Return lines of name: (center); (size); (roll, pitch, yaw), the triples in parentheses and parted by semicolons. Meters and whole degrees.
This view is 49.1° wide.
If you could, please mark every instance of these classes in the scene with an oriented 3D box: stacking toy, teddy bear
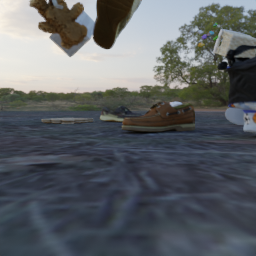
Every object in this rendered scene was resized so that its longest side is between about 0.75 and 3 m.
stacking toy: (2.920, -3.397, 10.230); (0.819, 0.617, 0.192); (-28, 49, -3)
teddy bear: (-1.675, -2.723, 6.884); (1.637, 1.187, 0.547); (35, -8, -6)

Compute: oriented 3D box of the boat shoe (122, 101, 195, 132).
boat shoe: (0.830, -0.312, 7.528); (2.347, 0.798, 0.844); (-3, 5, -36)

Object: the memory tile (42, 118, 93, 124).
memory tile: (-2.510, -0.312, 11.870); (1.532, 0.168, 1.999); (2, 4, 23)

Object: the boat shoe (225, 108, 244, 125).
boat shoe: (4.554, -0.444, 10.196); (1.841, 0.680, 0.785); (7, 8, 41)

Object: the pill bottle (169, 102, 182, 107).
pill bottle: (2.439, -0.895, 14.429); (0.926, 0.926, 1.651); (0, 4, 3)

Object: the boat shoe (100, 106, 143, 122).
boat shoe: (-0.314, -0.617, 12.259); (2.178, 0.706, 0.797); (2, 5, 28)

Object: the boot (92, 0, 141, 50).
boot: (-0.098, -3.177, 6.829); (0.796, 1.701, 2.188); (28, -31, -2)

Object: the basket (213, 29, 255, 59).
basket: (4.319, -3.254, 11.130); (1.423, 0.965, 0.878); (5, 26, -19)

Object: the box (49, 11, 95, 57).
box: (-2.120, -3.784, 10.994); (1.316, 1.127, 1.309); (-30, 29, 33)

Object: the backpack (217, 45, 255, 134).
backpack: (3.691, -0.804, 5.669); (2.602, 2.104, 2.732); (-10, 11, -18)
